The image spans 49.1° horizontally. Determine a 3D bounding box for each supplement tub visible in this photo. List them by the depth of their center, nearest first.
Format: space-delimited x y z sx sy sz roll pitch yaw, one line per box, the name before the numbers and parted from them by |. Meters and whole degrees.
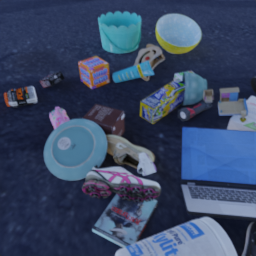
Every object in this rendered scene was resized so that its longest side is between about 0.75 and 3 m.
supplement tub | 0.982 2.968 5.958 2.267 1.496 1.496 -16 43 -17
supplement tub | -4.424 -1.266 11.551 1.185 0.726 0.726 -14 42 -14

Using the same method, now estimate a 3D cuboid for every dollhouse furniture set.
dollhouse furniture set | 3.583 -0.632 10.449 1.426 0.986 1.511 -3 43 12

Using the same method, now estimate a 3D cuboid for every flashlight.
flashlight | 2.637 -0.749 11.149 1.531 0.518 0.520 -28 3 -33

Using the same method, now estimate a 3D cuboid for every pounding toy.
pounding toy | 1.143 -3.132 13.495 1.158 1.162 2.025 12 72 29

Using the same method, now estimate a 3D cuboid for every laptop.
laptop | 2.955 1.110 7.789 2.802 1.734 2.992 3 9 5

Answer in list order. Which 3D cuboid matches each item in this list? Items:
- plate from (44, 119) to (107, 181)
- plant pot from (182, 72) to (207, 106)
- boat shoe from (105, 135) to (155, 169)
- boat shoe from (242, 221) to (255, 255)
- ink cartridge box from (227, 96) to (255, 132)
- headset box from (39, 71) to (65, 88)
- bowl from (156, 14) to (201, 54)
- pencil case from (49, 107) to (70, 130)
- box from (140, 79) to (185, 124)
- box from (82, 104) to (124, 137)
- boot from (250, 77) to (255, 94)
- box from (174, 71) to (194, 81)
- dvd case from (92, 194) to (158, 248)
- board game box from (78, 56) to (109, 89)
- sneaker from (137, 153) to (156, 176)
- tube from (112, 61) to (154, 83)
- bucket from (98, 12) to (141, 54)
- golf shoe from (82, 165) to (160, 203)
plate | -1.732 0.620 8.972 2.124 0.271 2.124 -3 66 8
plant pot | 2.689 -1.580 11.411 0.914 1.364 1.364 2 40 4
boat shoe | -0.171 0.829 9.102 2.012 0.726 0.653 21 45 15
boat shoe | 3.126 2.957 6.484 0.732 0.694 2.094 27 43 11
ink cartridge box | 4.667 -0.359 10.494 1.108 0.637 1.893 29 51 30
headset box | -3.425 -2.146 12.516 1.016 0.381 0.755 2 36 49
bowl | 2.557 -4.779 15.062 2.413 1.299 2.413 4 61 -7
pencil case | -2.405 -0.123 10.262 0.670 0.670 1.534 -17 44 -19
box | 1.492 -1.105 11.240 2.256 0.791 0.725 -33 52 -30
box | -0.854 -0.101 9.977 1.173 0.963 0.973 17 43 19
boot | 6.391 -1.708 12.103 1.391 0.676 1.848 -20 48 -21
box | 2.704 -2.068 12.688 0.909 0.498 1.030 -12 43 -16
dvd case | -0.044 2.395 7.633 1.188 0.179 1.627 20 44 22
board game box | -1.555 -2.541 12.847 0.992 0.992 0.993 -28 48 -28
sneaker | 0.433 1.053 8.206 0.511 0.384 1.025 -27 23 -6
tube | 0.202 -2.481 12.668 1.837 0.711 0.463 -12 39 23
bucket | -0.443 -5.353 15.718 2.461 1.601 2.461 0 41 0
golf shoe | -0.158 1.487 7.969 2.219 0.806 1.022 5 45 13
